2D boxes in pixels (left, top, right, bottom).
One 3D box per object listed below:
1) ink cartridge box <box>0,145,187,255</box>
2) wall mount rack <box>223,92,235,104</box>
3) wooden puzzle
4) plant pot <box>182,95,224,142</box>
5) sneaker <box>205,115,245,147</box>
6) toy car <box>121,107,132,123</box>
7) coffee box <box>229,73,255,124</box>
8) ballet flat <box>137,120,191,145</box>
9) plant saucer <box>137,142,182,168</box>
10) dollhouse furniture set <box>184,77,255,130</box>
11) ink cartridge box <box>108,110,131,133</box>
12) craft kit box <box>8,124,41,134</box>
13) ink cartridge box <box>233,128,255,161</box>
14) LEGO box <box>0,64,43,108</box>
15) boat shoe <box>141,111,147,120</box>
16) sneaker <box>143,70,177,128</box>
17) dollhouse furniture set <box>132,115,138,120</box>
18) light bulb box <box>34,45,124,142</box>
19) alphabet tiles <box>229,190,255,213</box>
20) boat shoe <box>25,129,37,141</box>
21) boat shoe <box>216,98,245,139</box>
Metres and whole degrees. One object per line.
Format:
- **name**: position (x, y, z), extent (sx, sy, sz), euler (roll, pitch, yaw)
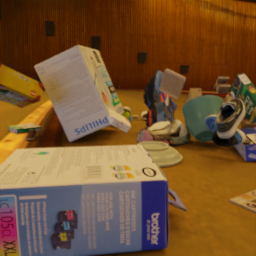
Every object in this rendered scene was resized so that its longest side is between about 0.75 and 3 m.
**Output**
- **ink cartridge box**: position (-0.542, 1.024, 4.533), extent (2.899, 1.107, 1.978), euler (-3, 11, -7)
- **wall mount rack**: position (3.327, -0.297, 9.210), extent (0.613, 1.428, 1.644), euler (24, 39, 20)
- **wooden puzzle**: position (1.608, -1.596, 10.144), extent (0.831, 0.897, 0.208), euler (30, 40, 19)
- **plant pot**: position (2.662, -0.230, 9.649), extent (1.467, 1.177, 1.467), euler (-2, -28, -1)
- **sneaker**: position (2.633, 0.079, 8.197), extent (0.773, 0.534, 1.390), euler (-11, 38, -32)
- **toy car**: position (-0.257, -0.444, 13.457), extent (1.095, 0.959, 0.821), euler (-4, -35, 45)
- **coffee box**: position (4.094, -1.012, 9.616), extent (0.340, 0.950, 1.545), euler (-14, 58, -10)
- **ballet flat**: position (1.386, 0.159, 9.660), extent (2.444, 0.870, 0.845), euler (-7, 38, -34)
- **plant saucer**: position (0.717, 0.700, 8.178), extent (1.729, 0.434, 1.729), euler (1, 11, 0)
- **dollhouse furniture set**: position (3.807, -0.764, 11.935), extent (2.571, 2.253, 1.708), euler (1, -27, 2)
- **ink cartridge box**: position (-0.353, -0.235, 9.426), extent (0.857, 0.289, 0.499), euler (30, 22, -28)
- **craft kit box**: position (-4.549, 0.032, 12.302), extent (1.070, 0.260, 1.057), euler (-9, 11, -41)
- **ink cartridge box**: position (4.007, 0.464, 8.860), extent (1.094, 0.514, 2.327), euler (-6, 9, 12)
- **LEGO box**: position (-3.607, -1.240, 8.497), extent (1.171, 0.607, 1.573), euler (-11, -25, 40)
- **boat shoe**: position (1.554, -0.697, 15.085), extent (1.733, 0.640, 0.739), euler (-2, 10, 1)
- **sneaker**: position (1.336, -1.004, 11.284), extent (1.165, 2.970, 1.119), euler (12, -29, -22)
- **dollhouse furniture set**: position (-0.633, -0.853, 14.334), extent (2.500, 1.221, 2.132), euler (-1, 11, -4)
- **light bulb box**: position (-1.715, -1.404, 11.072), extent (1.844, 2.956, 2.930), euler (-22, 9, 12)
- **alphabet tiles**: position (2.966, 1.424, 5.309), extent (1.568, 0.059, 1.311), euler (-7, 13, -33)
- **boat shoe**: position (-3.755, 0.245, 10.819), extent (0.346, 0.346, 0.936), euler (-1, 11, -7)
- **boat shoe**: position (2.833, -0.423, 7.716), extent (0.610, 0.600, 1.693), euler (-1, 36, 32)
